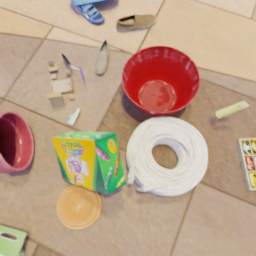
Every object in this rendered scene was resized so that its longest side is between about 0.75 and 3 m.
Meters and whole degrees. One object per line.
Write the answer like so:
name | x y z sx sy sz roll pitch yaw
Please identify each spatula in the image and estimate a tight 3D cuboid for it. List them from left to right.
spatula | -2.325 -2.613 11.926 0.210 0.578 2.047 -34 59 -21

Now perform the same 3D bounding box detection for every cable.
cable | 1.418 1.053 10.440 2.997 1.038 2.997 5 64 -5

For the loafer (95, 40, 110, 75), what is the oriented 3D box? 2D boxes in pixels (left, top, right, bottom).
loafer | -1.155 -3.168 12.504 0.589 0.587 1.683 6 68 2

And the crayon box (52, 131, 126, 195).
crayon box | -1.377 1.031 9.287 0.834 2.863 1.700 -19 102 -38

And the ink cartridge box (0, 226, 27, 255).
ink cartridge box | -4.236 4.484 9.363 1.121 0.640 2.159 14 69 6

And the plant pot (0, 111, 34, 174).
plant pot | -4.931 0.647 10.245 1.986 2.219 2.219 -11 67 12

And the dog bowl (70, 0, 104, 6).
dog bowl | -1.621 -6.430 13.495 2.543 0.630 1.417 -13 28 -6

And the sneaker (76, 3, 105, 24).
sneaker | -1.874 -5.626 13.439 1.754 0.721 0.649 37 70 12

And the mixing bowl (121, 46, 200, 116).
mixing bowl | 1.238 -1.605 11.316 2.985 1.617 2.985 0 67 0

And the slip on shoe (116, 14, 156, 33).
slip on shoe | 0.382 -5.079 13.274 1.976 0.599 0.751 -11 68 -5

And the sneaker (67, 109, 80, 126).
sneaker | -2.252 -0.492 11.576 0.331 0.299 0.808 22 69 4

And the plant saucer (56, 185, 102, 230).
plant saucer | -1.803 2.852 10.238 1.657 0.267 1.657 0 67 0

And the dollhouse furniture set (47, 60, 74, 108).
dollhouse furniture set | -2.897 -1.958 11.877 0.991 0.846 1.911 -9 68 -4

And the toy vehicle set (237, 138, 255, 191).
toy vehicle set | 5.065 1.385 10.829 1.255 0.268 2.019 -3 68 -1

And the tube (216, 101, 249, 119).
tube | 3.893 -0.690 10.524 0.346 1.194 0.310 -31 95 -52
